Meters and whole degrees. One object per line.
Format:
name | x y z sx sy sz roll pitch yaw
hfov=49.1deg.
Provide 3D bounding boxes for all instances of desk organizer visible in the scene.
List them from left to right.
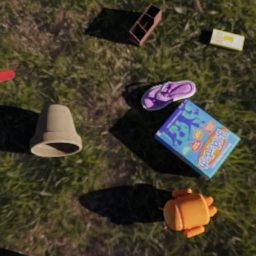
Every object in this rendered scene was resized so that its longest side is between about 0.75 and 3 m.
desk organizer | 0.789 -4.692 12.776 0.642 0.690 1.791 33 78 10

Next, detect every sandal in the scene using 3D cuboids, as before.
sandal | 1.706 -1.533 12.009 2.442 0.600 0.994 -22 77 -5

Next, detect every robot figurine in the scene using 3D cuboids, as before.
robot figurine | 2.211 3.140 10.523 2.018 1.177 1.451 -12 99 -5

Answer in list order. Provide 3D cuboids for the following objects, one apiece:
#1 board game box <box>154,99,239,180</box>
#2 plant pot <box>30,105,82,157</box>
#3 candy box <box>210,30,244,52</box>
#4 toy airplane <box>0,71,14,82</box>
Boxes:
board game box | 2.781 0.424 11.471 2.739 0.616 2.083 38 77 9
plant pot | -2.835 0.075 10.987 1.942 1.942 1.694 -7 68 -2
candy box | 4.533 -4.010 12.865 1.429 0.189 0.730 16 79 5
toy airplane | -6.203 -1.750 12.143 2.494 0.459 2.494 0 76 2
